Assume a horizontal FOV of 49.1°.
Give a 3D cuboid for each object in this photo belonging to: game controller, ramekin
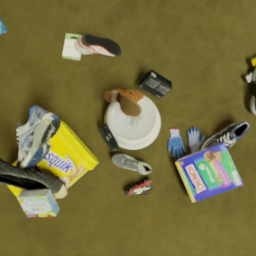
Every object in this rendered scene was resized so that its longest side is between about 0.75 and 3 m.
[{"bbox_3d":[-0.689,0.353,10.186,0.217,0.537,1.029,-19,73,-44],"label":"game controller"},{"bbox_3d":[0.160,-0.307,10.635,2.233,1.040,2.233,0,81,1],"label":"ramekin"}]

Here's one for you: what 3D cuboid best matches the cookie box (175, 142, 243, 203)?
[{"bbox_3d":[2.924,1.617,10.262,1.893,0.711,1.619,-25,83,17],"label":"cookie box"}]

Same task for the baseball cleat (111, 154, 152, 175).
[{"bbox_3d":[0.181,1.309,10.391,1.550,0.825,0.540,19,74,-15],"label":"baseball cleat"}]

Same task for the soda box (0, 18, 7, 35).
[{"bbox_3d":[-5.785,-4.780,11.479,0.683,0.646,2.014,-28,82,-4],"label":"soda box"}]

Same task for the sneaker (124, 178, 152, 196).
[{"bbox_3d":[0.432,2.355,10.540,1.128,0.399,0.551,-25,95,-12],"label":"sneaker"}]

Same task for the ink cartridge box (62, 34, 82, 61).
[{"bbox_3d":[-2.269,-3.307,11.473,0.717,0.236,0.985,7,82,1],"label":"ink cartridge box"}]

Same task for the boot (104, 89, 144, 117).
[{"bbox_3d":[0.129,-0.876,9.284,1.566,1.216,0.601,25,116,36],"label":"boot"}]

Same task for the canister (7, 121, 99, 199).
[{"bbox_3d":[-2.854,1.463,10.308,2.875,1.244,2.135,-42,84,-4],"label":"canister"}]

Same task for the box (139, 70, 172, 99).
[{"bbox_3d":[1.060,-1.667,10.765,1.047,0.739,0.413,27,43,-24],"label":"box"}]

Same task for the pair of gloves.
[{"bbox_3d":[2.266,0.559,10.956,1.457,0.166,1.171,-4,82,0],"label":"pair of gloves"}]

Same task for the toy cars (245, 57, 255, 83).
[{"bbox_3d":[5.063,-2.395,11.315,0.600,0.296,1.338,21,86,-19],"label":"toy cars"}]

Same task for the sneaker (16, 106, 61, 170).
[{"bbox_3d":[-3.115,0.355,9.122,1.093,0.989,2.566,40,115,12],"label":"sneaker"}]

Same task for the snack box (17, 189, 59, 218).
[{"bbox_3d":[-2.894,2.441,9.043,1.074,0.364,0.906,-8,117,14],"label":"snack box"}]

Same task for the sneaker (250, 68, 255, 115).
[{"bbox_3d":[5.453,-1.600,10.618,0.855,1.289,2.265,14,84,-20],"label":"sneaker"}]

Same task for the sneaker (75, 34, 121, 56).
[{"bbox_3d":[-1.223,-3.226,11.284,1.784,0.956,0.596,8,81,-35],"label":"sneaker"}]

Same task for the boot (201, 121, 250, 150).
[{"bbox_3d":[3.635,0.439,10.596,2.014,0.910,0.733,-41,84,-5],"label":"boot"}]

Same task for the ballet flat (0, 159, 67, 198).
[{"bbox_3d":[-3.264,1.748,8.762,2.952,0.839,0.981,28,126,-31],"label":"ballet flat"}]
